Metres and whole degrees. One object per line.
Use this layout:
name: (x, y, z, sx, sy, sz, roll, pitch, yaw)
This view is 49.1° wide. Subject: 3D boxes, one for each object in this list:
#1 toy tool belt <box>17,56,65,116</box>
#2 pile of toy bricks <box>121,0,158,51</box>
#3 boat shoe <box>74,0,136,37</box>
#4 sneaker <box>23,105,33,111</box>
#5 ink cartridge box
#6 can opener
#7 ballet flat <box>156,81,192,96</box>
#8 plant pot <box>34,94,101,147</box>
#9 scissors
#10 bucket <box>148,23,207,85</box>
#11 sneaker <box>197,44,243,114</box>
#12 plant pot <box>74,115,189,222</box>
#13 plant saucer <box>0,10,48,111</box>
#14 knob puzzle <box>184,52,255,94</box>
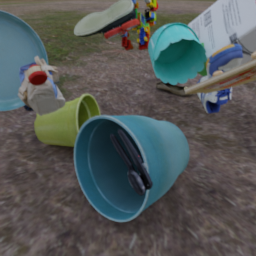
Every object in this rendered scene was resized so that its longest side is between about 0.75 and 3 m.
toy tool belt: (-1.973, -1.022, 6.106, 0.983, 1.574, 0.968, -21, 66, -14)
pile of toy bricks: (0.520, -3.768, 10.372, 1.318, 2.376, 1.173, -5, -16, 30)
boat shoe: (-0.761, -3.609, 9.691, 2.283, 0.757, 0.853, -23, 62, 17)
sneaker: (-3.451, -0.916, 10.853, 1.123, 0.425, 0.433, 4, 34, 5)
ink cartridge box: (3.515, -3.243, 9.201, 1.254, 2.984, 2.178, 21, 59, -31)
can opener: (0.062, 0.515, 4.365, 0.338, 1.067, 0.419, -24, -4, -1)
ballet flat: (2.011, -1.769, 12.322, 1.750, 0.406, 0.590, 19, 36, 30)
plant pot: (-1.858, -0.098, 8.493, 1.588, 1.727, 1.727, -4, 29, 16)
scissors: (-0.038, -2.841, 8.158, 0.965, 0.184, 2.639, -23, 13, 15)
bucket: (1.517, -2.402, 9.039, 1.785, 1.785, 1.161, -7, 49, -12)
sneaker: (2.332, -1.110, 6.877, 0.827, 2.197, 0.968, -12, 69, -4)
plant pot: (0.264, 0.691, 6.548, 2.251, 2.251, 2.115, 26, 27, 37)
plant saucer: (-3.138, -1.562, 6.679, 2.369, 2.369, 0.325, -7, 23, -13)
knob puzzle: (1.668, -0.814, 3.977, 1.561, 0.216, 1.561, -16, -5, -2)
